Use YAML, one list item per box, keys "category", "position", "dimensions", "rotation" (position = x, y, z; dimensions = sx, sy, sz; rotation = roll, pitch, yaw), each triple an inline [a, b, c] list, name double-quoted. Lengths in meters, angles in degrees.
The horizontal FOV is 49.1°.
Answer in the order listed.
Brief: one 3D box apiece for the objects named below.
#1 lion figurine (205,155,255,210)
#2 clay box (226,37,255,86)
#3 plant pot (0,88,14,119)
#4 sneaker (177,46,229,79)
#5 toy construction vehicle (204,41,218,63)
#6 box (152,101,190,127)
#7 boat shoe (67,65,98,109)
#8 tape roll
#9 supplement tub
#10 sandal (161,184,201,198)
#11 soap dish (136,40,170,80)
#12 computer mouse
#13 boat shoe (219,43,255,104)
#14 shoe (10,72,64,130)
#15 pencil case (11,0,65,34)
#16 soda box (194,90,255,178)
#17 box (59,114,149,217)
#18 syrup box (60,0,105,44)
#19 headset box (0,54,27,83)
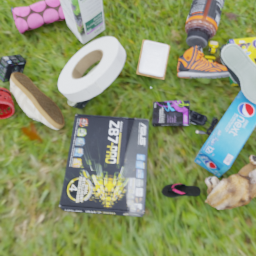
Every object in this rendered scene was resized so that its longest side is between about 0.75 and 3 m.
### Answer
- category: "lion figurine"
  position: [3.363, 1.285, 7.219]
  dimensions: [2.748, 1.683, 0.996]
  rotation: [-9, 53, -21]
- category: "clay box"
  position: [4.429, -2.182, 8.928]
  dimensions: [2.439, 0.581, 1.402]
  rotation: [-7, 81, -1]
- category: "plant pot"
  position: [-3.878, -0.758, 8.460]
  dimensions: [0.788, 0.788, 0.718]
  rotation: [-15, 56, -7]
- category: "sneaker"
  position: [2.394, -2.056, 8.687]
  dimensions: [1.767, 0.685, 0.990]
  rotation: [4, 94, 19]
- category: "toy construction vehicle"
  position: [3.035, -2.362, 9.468]
  dimensions: [0.942, 0.381, 1.082]
  rotation: [5, 72, 1]
- category: "box"
  position: [1.293, -0.433, 8.449]
  dimensions: [1.115, 0.201, 0.797]
  rotation: [-2, 63, 15]
- category: "boat shoe"
  position: [-1.067, -1.218, 8.479]
  dimensions: [1.723, 0.571, 0.644]
  rotation: [-48, 40, 7]
- category: "tape roll"
  position: [-1.077, -1.710, 8.090]
  dimensions: [2.222, 0.406, 2.222]
  rotation: [-22, 45, 23]
- category: "supplement tub"
  position: [2.557, -3.728, 9.494]
  dimensions: [1.070, 1.070, 2.000]
  rotation: [17, 76, 8]
- category: "sandal"
  position: [1.414, 1.639, 7.478]
  dimensions: [1.042, 0.235, 0.391]
  rotation: [-1, 47, 3]
- category: "soap dish"
  position: [0.783, -2.124, 8.845]
  dimensions: [0.883, 0.456, 1.122]
  rotation: [11, 85, -3]
- category: "computer mouse"
  position: [2.070, -0.117, 8.349]
  dimensions: [1.069, 0.246, 0.751]
  rotation: [18, 57, 19]
- category: "boat shoe"
  position: [3.176, -1.486, 7.588]
  dimensions: [0.739, 0.590, 1.955]
  rotation: [-32, 105, 17]
- category: "shoe"
  position: [-2.823, -0.718, 8.544]
  dimensions: [2.388, 0.835, 0.637]
  rotation: [46, 112, 17]
- category: "pencil case"
  position: [-2.956, -4.068, 9.988]
  dimensions: [2.191, 1.026, 0.994]
  rotation: [-20, 91, -13]
- category: "soda box"
  position: [2.990, 0.037, 7.966]
  dimensions: [0.856, 0.905, 2.669]
  rotation: [34, 69, 16]
- category: "box"
  position: [-0.565, 0.973, 7.653]
  dimensions: [2.151, 0.655, 2.668]
  rotation: [6, 63, 0]
- category: "syrup box"
  position: [-1.462, -3.856, 8.847]
  dimensions: [1.003, 2.547, 1.037]
  rotation: [-37, 81, -9]
- category: "headset box"
  position: [-3.699, -1.866, 8.866]
  dimensions: [0.370, 0.798, 0.695]
  rotation: [44, 36, 11]
